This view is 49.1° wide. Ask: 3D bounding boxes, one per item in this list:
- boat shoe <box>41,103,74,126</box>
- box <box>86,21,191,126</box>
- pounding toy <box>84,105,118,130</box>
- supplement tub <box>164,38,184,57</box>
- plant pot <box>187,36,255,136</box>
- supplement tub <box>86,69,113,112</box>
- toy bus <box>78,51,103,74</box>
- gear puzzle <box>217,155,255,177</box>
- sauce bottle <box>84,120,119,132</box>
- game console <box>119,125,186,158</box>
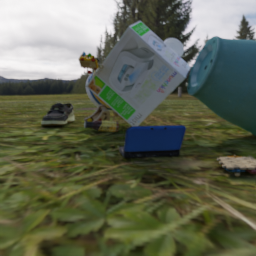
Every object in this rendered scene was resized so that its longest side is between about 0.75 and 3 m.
[{"bbox_3d":[-2.831,-0.592,11.380,0.948,0.872,2.653,1,7,6],"label":"boat shoe"},{"bbox_3d":[0.313,-1.651,9.063,2.522,2.225,1.219,-45,5,34],"label":"box"},{"bbox_3d":[-0.872,-0.320,9.453,1.133,0.650,0.648,-30,-34,-4],"label":"pounding toy"},{"bbox_3d":[1.423,-2.565,9.964,0.778,0.778,1.073,-2,-20,-17],"label":"supplement tub"},{"bbox_3d":[3.084,-1.328,7.844,2.400,2.555,2.555,20,5,-7],"label":"plant pot"},{"bbox_3d":[-0.296,-1.901,11.056,2.485,1.797,1.797,-30,-14,39],"label":"supplement tub"},{"bbox_3d":[-1.139,-2.038,8.557,0.734,0.379,0.692,37,-38,-21],"label":"toy bus"},{"bbox_3d":[1.859,0.622,4.758,0.642,0.162,1.239,-1,4,10],"label":"gear puzzle"},{"bbox_3d":[-0.771,-0.056,8.096,0.985,0.325,0.325,3,6,-18],"label":"sauce bottle"},{"bbox_3d":[0.448,0.229,5.653,1.156,0.684,0.987,-1,8,-11],"label":"game console"}]
